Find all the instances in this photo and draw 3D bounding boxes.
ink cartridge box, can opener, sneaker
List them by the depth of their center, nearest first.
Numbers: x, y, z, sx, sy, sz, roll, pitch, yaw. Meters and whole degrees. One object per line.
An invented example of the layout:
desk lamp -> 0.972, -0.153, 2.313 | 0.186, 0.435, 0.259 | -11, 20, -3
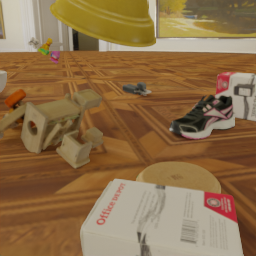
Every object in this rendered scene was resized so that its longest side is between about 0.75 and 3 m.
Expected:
ink cartridge box -> 0.410, 1.248, 3.316 | 1.613, 0.673, 1.172 | 5, 19, 14
sneaker -> 2.061, -0.407, 7.714 | 2.315, 1.000, 0.930 | -16, 23, -38
ink cartridge box -> 3.809, -1.002, 8.912 | 1.840, 1.336, 0.767 | 15, 24, 37
can opener -> 0.378, -1.792, 12.541 | 0.482, 0.609, 1.831 | -12, 18, -29

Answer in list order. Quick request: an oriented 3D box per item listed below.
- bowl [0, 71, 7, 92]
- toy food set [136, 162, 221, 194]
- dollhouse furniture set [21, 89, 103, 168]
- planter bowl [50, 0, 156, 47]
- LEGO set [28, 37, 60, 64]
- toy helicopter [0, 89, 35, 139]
bowl -> -6.537, -1.597, 11.132 | 2.856, 1.068, 2.860 | 0, 20, 0
toy food set -> 0.791, 0.963, 4.679 | 1.415, 0.348, 1.429 | -14, 23, -36
dollhouse furniture set -> -1.138, 0.126, 6.742 | 1.775, 1.116, 2.007 | 38, 34, 22
planter bowl -> -0.304, -2.317, 5.105 | 2.068, 0.861, 2.068 | 15, 34, -10
LEGO set -> -2.107, -2.140, 7.409 | 0.969, 0.398, 0.370 | 34, 21, 7
toy helicopter -> -2.990, -0.135, 7.186 | 1.422, 0.848, 2.150 | -44, 13, -15
